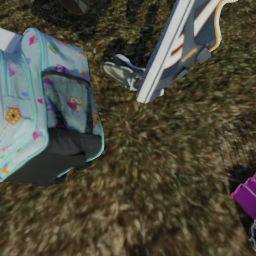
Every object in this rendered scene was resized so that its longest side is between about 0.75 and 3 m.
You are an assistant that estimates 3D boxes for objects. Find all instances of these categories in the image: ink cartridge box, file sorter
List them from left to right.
[{"bbox_3d":[-2.924,-1.585,6.178,1.930,1.396,0.813,21,77,6],"label":"ink cartridge box"},{"bbox_3d":[3.295,1.475,6.689,1.213,0.761,0.843,-28,58,-19],"label":"file sorter"}]

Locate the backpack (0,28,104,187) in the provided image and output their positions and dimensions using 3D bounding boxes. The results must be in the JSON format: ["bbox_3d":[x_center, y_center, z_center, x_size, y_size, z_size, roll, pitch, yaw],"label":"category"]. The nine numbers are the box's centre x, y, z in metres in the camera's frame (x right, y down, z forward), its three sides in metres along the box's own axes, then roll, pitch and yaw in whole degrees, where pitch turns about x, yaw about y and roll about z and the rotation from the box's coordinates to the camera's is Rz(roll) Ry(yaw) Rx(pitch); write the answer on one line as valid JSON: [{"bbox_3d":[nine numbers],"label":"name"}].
[{"bbox_3d":[-1.446,-0.371,4.300,1.642,1.882,2.141,16,56,-34],"label":"backpack"}]

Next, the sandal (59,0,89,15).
[{"bbox_3d":[-1.782,-3.797,7.570,1.755,0.705,0.474,32,39,-10],"label":"sandal"}]

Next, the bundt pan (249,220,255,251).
[{"bbox_3d":[3.130,2.425,6.165,1.024,0.384,1.024,1,64,-3],"label":"bundt pan"}]

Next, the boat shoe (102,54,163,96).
[{"bbox_3d":[0.097,-1.553,8.903,0.711,0.891,2.357,-34,49,-24],"label":"boat shoe"}]

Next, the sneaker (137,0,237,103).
[{"bbox_3d":[1.070,-1.512,5.346,1.058,2.665,1.045,22,27,-8],"label":"sneaker"}]
